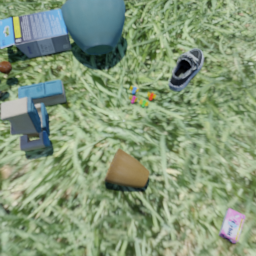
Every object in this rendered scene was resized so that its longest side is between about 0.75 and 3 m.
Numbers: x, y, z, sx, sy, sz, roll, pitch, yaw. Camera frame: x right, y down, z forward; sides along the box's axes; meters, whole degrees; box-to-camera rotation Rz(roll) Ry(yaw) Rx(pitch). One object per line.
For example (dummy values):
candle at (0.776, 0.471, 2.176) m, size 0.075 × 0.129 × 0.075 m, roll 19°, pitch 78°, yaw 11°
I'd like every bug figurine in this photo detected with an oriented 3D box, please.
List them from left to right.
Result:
bug figurine at (0.468, -1.121, 10.193) m, size 0.998 × 0.257 × 0.774 m, roll 22°, pitch 62°, yaw 11°

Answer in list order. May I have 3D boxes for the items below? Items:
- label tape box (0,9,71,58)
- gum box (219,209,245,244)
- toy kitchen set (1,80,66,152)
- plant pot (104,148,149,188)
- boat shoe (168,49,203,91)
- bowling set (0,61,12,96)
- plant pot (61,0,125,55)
label tape box at (-3.927, -3.940, 11.846) m, size 2.676 × 0.885 × 1.917 m, roll -16°, pitch 55°, yaw -8°
gum box at (2.772, 2.633, 7.492) m, size 0.451 × 0.263 × 0.795 m, roll 23°, pitch 58°, yaw 16°
toy kitchen set at (-2.852, -0.863, 8.846) m, size 1.565 × 2.128 × 2.657 m, roll -12°, pitch 55°, yaw -7°
plant pot at (0.013, 1.266, 8.112) m, size 1.118 × 1.041 × 1.041 m, roll 23°, pitch 56°, yaw -3°
boat shoe at (2.276, -2.471, 10.805) m, size 0.887 × 0.820 × 2.401 m, roll 31°, pitch 60°, yaw 20°
bowling set at (-5.056, -1.615, 10.123) m, size 1.784 × 1.376 × 2.564 m, roll -15°, pitch 52°, yaw -33°
plant pot at (-1.232, -3.822, 10.878) m, size 2.472 × 2.472 × 1.665 m, roll -9°, pitch 88°, yaw -6°
